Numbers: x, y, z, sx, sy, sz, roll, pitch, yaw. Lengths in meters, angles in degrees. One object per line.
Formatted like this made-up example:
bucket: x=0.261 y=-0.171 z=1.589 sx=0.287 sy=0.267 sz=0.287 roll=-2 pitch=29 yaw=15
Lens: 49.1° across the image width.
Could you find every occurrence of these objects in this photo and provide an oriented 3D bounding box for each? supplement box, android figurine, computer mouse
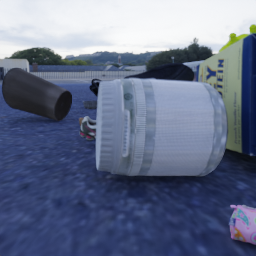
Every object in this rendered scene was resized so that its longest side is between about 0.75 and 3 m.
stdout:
supplement box: x=3.204 y=-0.599 z=5.808 sx=2.888 sy=1.939 sz=2.885 roll=-1 pitch=3 yaw=-3
android figurine: x=3.716 y=-1.609 z=8.673 sx=2.705 sy=2.972 sz=0.610 roll=-22 pitch=27 yaw=-6
computer mouse: x=0.402 y=-0.616 z=6.398 sx=2.305 sy=0.530 sz=1.618 roll=-8 pitch=-33 yaw=16

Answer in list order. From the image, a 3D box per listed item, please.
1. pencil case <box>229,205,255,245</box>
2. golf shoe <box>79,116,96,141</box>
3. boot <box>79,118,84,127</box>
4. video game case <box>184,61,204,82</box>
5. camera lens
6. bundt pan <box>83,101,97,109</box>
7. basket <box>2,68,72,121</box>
pencil case: x=1.437 y=0.988 z=2.739 sx=0.850 sy=0.372 sz=0.372 roll=5 pitch=12 yaw=21
golf shoe: x=-0.557 y=0.117 z=6.369 sx=1.124 sy=0.495 sz=0.434 roll=17 pitch=34 yaw=4
boot: x=-0.934 y=-0.066 z=7.180 sx=0.385 sy=0.375 sz=1.019 roll=-14 pitch=-17 yaw=14
video game case: x=2.456 y=-1.217 z=9.274 sx=1.788 sy=1.967 sz=0.230 roll=-6 pitch=23 yaw=10
camera lens: x=0.475 y=0.002 z=4.506 sx=1.908 sy=1.526 sz=1.526 roll=2 pitch=11 yaw=-10
bundt pan: x=-1.759 y=-1.128 z=13.668 sx=0.904 sy=0.339 sz=0.904 roll=1 pitch=11 yaw=0
basket: x=-3.180 y=-1.103 z=10.106 sx=2.013 sy=1.815 sz=1.369 roll=20 pitch=61 yaw=14
